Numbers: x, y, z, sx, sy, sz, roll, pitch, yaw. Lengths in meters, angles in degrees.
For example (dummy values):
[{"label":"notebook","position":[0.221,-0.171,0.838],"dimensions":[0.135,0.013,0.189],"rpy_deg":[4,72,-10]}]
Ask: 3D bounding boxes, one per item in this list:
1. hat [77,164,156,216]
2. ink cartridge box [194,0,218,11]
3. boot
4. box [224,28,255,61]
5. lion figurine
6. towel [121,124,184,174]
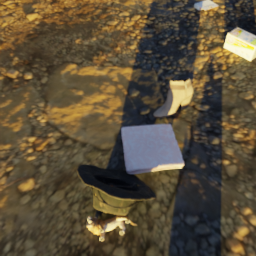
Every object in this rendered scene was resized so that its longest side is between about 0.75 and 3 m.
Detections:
[{"label":"hat","position":[-0.418,1.807,7.618],"dimensions":[2.345,2.345,0.946],"rpy_deg":[17,96,14]},{"label":"ink cartridge box","position":[4.288,-6.665,15.368],"dimensions":[1.003,0.218,0.871],"rpy_deg":[-25,55,-19]},{"label":"boot","position":[1.598,-1.120,10.011],"dimensions":[1.641,1.199,0.576],"rpy_deg":[-21,33,-23]},{"label":"box","position":[5.193,-3.768,12.588],"dimensions":[0.813,0.733,1.446],"rpy_deg":[-34,58,-26]},{"label":"lion figurine","position":[-0.460,2.531,7.380],"dimensions":[1.268,0.460,0.777],"rpy_deg":[-8,10,-8]},{"label":"towel","position":[0.726,0.632,9.085],"dimensions":[1.786,0.301,1.870],"rpy_deg":[-4,44,-5]}]
